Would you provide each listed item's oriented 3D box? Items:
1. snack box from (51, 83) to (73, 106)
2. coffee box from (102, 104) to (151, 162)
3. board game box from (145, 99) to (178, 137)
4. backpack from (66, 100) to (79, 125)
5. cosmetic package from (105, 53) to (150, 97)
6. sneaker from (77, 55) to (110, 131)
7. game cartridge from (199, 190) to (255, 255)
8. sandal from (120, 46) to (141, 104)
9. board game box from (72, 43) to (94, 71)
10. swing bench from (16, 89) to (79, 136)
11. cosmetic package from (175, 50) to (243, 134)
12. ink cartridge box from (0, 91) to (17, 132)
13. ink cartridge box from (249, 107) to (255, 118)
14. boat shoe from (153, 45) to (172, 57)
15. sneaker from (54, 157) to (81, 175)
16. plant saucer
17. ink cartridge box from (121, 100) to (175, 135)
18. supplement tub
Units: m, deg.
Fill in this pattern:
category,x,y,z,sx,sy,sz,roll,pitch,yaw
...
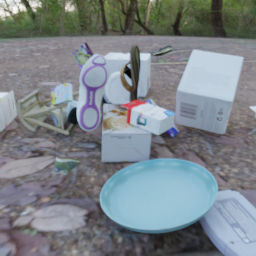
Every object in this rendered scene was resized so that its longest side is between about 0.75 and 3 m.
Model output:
category,x,y,z,sx,sy,sz,roll,pitch,yaw
snack box,-2.493,-1.243,10.496,0.821,0.692,0.278,-13,-13,24
coffee box,-0.155,0.092,10.305,1.602,1.117,2.802,1,24,-4
board game box,1.308,-0.411,11.193,0.342,1.526,1.026,-42,18,13
backpack,-2.185,-0.727,11.506,0.655,0.863,1.034,26,25,-24
cosmetic package,-0.085,-3.155,16.479,2.591,2.138,2.136,4,24,9
sneaker,-1.391,-1.266,9.936,0.998,2.667,1.328,12,3,-20
game cartridge,2.455,2.228,6.462,1.388,0.421,2.082,-2,23,-14
sandal,0.052,-1.832,10.305,0.725,2.655,1.085,6,62,2
board game box,-1.969,-3.134,13.732,1.050,1.750,0.283,-25,8,34
swing bench,-3.275,-0.742,11.899,2.095,1.359,2.084,4,22,5
cosmetic package,3.278,-1.490,11.450,2.073,2.086,2.492,14,57,18
ink cartridge box,-5.582,-0.686,11.885,0.760,1.323,2.259,1,24,2
ink cartridge box,6.385,-0.540,12.469,1.730,0.587,1.004,-1,24,-1
boat shoe,1.343,-3.008,10.937,0.805,0.261,0.295,-10,-11,27
sneaker,-1.763,1.103,8.011,0.356,0.477,1.061,12,-4,23
plant saucer,0.761,1.686,7.199,2.954,0.405,2.954,-8,22,3
ink cartridge box,0.617,-0.392,9.412,1.630,0.548,0.947,23,30,33
supplement tub,-0.591,-1.617,12.868,1.592,1.592,2.598,-8,4,-17
